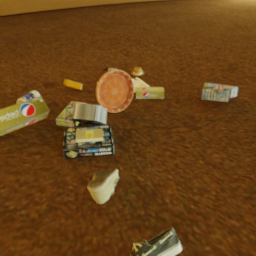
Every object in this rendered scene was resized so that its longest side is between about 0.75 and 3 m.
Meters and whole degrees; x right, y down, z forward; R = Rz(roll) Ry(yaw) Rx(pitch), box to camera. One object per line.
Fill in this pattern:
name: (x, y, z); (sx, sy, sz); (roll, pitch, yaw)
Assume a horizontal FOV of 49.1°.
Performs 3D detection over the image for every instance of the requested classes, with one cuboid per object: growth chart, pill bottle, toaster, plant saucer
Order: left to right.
pill bottle: (-4.349, -1.214, 12.311); (0.584, 0.584, 1.009); (11, 35, 16)
toaster: (-1.492, -0.485, 10.624); (1.072, 0.704, 1.186); (5, -5, 16)
plant saucer: (-0.561, -1.533, 11.739); (1.785, 1.785, 0.288); (-20, 26, -28)
growth chart: (-0.197, -2.049, 13.907); (2.402, 0.213, 1.738); (-10, 35, -15)

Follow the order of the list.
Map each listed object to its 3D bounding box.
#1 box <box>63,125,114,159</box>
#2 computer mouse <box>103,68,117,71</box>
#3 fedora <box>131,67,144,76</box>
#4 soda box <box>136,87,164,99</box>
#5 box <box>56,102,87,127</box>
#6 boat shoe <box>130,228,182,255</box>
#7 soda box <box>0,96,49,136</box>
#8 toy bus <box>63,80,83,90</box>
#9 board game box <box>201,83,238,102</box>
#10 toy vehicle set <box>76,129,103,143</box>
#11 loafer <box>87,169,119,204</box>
box: (-1.410, 0.463, 9.946); (1.728, 0.397, 1.373); (-5, 34, -7)
computer mouse: (-0.971, -3.253, 15.771); (0.789, 0.173, 0.433); (18, 33, 35)
fedora: (0.530, -3.132, 15.425); (0.824, 0.336, 0.824); (0, 33, 0)
soda box: (1.009, -1.625, 13.079); (1.306, 0.418, 0.442); (0, 33, 1)
box: (-2.262, -0.587, 11.618); (0.846, 0.267, 1.537); (7, 35, 11)
boat shoe: (0.337, 2.749, 6.131); (1.759, 0.560, 0.622); (-18, -7, -25)
soda box: (-4.216, -0.425, 10.681); (2.207, 0.707, 0.748); (-27, 84, -30)
toy bus: (-2.715, -2.123, 13.734); (0.923, 0.301, 0.361); (16, 10, 2)
board game box: (4.070, -1.583, 12.431); (1.486, 0.459, 1.487); (7, 23, 16)
toy vehicle set: (-1.346, 0.267, 9.754); (0.926, 0.123, 0.575); (-3, 34, -5)
loafer: (-0.671, 1.594, 7.784); (0.652, 0.588, 1.722); (-8, 7, 15)
